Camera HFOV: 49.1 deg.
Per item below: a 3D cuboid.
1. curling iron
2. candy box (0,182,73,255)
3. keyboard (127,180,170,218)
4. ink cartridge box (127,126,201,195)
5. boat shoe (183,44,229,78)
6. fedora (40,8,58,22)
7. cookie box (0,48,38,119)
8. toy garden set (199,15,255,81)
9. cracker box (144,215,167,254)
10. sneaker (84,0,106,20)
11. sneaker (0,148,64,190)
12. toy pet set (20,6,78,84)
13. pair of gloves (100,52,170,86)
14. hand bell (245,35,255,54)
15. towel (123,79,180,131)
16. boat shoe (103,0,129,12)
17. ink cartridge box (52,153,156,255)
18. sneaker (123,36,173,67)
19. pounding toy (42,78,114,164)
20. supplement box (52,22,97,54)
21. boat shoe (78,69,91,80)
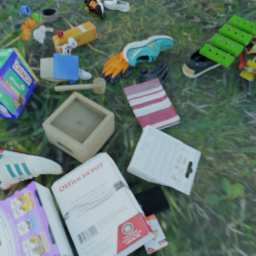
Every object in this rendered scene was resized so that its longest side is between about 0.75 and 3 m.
[{"bbox_3d":[4.356,-2.336,10.322,0.368,0.713,2.877,19,62,-9],"label":"curling iron"},{"bbox_3d":[-2.706,2.687,6.548,2.249,0.805,1.887,-30,61,-2],"label":"candy box"},{"bbox_3d":[0.125,1.999,7.690,1.819,0.187,1.156,-18,64,-13],"label":"keyboard"},{"bbox_3d":[1.090,0.980,8.294,1.855,0.465,1.493,28,61,-6],"label":"ink cartridge box"},{"bbox_3d":[3.041,-2.731,10.519,2.419,0.753,0.903,-33,61,-22],"label":"boat shoe"},{"bbox_3d":[-3.391,-4.876,12.178,0.835,0.377,0.739,12,55,15],"label":"fedora"},{"bbox_3d":[-3.879,-1.439,9.128,0.664,1.511,1.766,2,55,20],"label":"cookie box"},{"bbox_3d":[4.168,-2.881,10.262,2.152,0.515,2.582,35,64,20],"label":"toy garden set"},{"bbox_3d":[0.587,2.714,7.172,0.541,0.233,0.808,-20,59,-13],"label":"cracker box"},{"bbox_3d":[-1.489,-5.229,12.349,0.758,0.589,1.684,-18,54,-3],"label":"sneaker"},{"bbox_3d":[-3.033,1.243,7.955,2.349,0.827,1.098,11,82,-2],"label":"sneaker"},{"bbox_3d":[-2.351,-2.701,9.511,1.248,2.350,2.194,-1,89,18],"label":"toy pet set"},{"bbox_3d":[0.248,-2.049,10.343,2.342,0.290,2.086,30,61,18],"label":"pair of gloves"},{"bbox_3d":[5.804,-2.918,10.693,2.221,1.157,1.157,25,59,1],"label":"hand bell"},{"bbox_3d":[0.773,-0.768,9.380,1.324,0.209,1.838,-19,66,-13],"label":"towel"},{"bbox_3d":[-0.532,-5.605,12.636,1.234,0.428,0.437,14,57,9],"label":"boat shoe"},{"bbox_3d":[-0.635,2.044,6.945,1.676,0.946,2.283,-32,61,0],"label":"ink cartridge box"},{"bbox_3d":[0.827,-2.859,10.632,2.081,0.806,0.829,-23,70,-15],"label":"sneaker"},{"bbox_3d":[-1.439,-0.437,8.733,2.107,1.097,2.398,30,61,16],"label":"pounding toy"},{"bbox_3d":[-2.123,-3.628,11.230,1.702,0.566,0.585,-31,61,-20],"label":"supplement box"},{"bbox_3d":[-1.775,-2.003,10.307,0.847,0.283,0.312,10,57,6],"label":"boat shoe"}]
